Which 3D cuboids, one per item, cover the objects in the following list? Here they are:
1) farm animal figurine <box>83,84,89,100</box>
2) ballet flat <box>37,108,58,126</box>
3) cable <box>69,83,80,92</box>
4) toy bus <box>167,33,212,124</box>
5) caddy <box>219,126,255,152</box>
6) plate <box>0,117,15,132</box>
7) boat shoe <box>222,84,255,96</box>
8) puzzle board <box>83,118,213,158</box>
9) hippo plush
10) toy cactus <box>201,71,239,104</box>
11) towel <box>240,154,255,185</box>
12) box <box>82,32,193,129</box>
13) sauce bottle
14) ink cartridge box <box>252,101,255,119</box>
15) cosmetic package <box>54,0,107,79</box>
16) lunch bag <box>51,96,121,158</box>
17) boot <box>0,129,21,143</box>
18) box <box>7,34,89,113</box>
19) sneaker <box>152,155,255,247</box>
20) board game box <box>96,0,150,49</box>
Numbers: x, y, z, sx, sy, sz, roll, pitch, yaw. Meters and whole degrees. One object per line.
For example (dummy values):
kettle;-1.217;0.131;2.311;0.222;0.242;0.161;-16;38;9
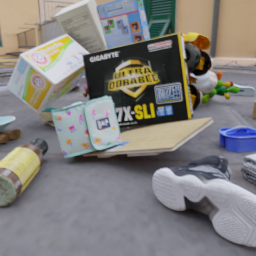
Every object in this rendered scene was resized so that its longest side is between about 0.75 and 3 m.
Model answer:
farm animal figurine;-1.260;-1.297;11.640;1.424;0.751;1.440;12;10;-1
ballet flat;-1.955;-0.315;8.466;1.849;0.642;0.642;3;17;31
cable;-3.605;-2.368;14.950;1.359;0.704;2.797;-15;23;-40
toy bus;1.040;-1.675;8.698;2.555;2.661;1.806;23;16;27
caddy;2.759;0.220;6.913;1.051;0.552;0.743;-3;17;-9
plate;-4.164;0.128;7.142;2.506;0.320;2.506;-8;12;2
boat shoe;5.281;-1.881;13.726;1.632;0.578;0.741;10;18;8
puzzle board;0.419;0.263;6.273;2.446;0.213;1.843;-9;12;41
hippo plush;1.697;-2.332;10.562;2.979;2.373;2.395;24;-5;40
toy cactus;3.385;-1.575;11.888;2.323;1.188;1.916;-15;1;12
towel;2.804;0.841;5.032;0.993;0.513;1.200;-4;16;-18
box;0.236;-1.123;7.436;2.689;2.147;0.664;-6;8;21
sauce bottle;-1.996;0.706;5.275;0.644;0.644;1.990;1;15;2
ink cartridge box;5.271;-0.558;9.234;1.432;0.653;1.738;-15;22;-36
cosmetic package;-1.317;-3.011;9.596;1.232;2.384;1.040;-13;35;16
lunch bag;-0.855;-0.033;6.097;1.308;1.114;0.797;-12;5;8
boot;-3.309;0.215;7.481;0.597;0.295;0.769;2;24;19
box;-2.223;-1.671;8.328;1.172;1.301;2.313;40;38;-3
sneaker;1.449;0.927;4.201;1.174;0.779;2.063;-19;22;-40
board game box;-0.075;-2.669;7.957;1.369;1.810;0.331;3;26;35
